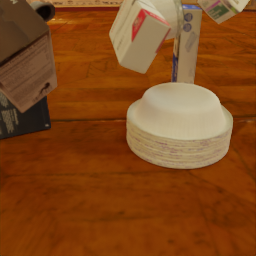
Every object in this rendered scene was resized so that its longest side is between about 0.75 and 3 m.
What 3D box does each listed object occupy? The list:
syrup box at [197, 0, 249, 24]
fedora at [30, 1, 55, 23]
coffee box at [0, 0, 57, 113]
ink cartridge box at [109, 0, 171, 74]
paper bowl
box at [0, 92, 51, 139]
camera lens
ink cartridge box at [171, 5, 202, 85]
[{"bbox_3d":[2.628,-3.560,6.598,2.039,0.830,0.803,-55,14,-10],"label":"syrup box"},{"bbox_3d":[-2.753,-3.618,8.658,0.900,0.796,0.406,-35,78,-22],"label":"fedora"},{"bbox_3d":[-2.004,-1.269,4.519,0.989,1.400,2.478,-42,1,-14],"label":"coffee box"},{"bbox_3d":[0.136,-1.546,4.478,0.475,0.828,1.140,15,35,-25],"label":"ink cartridge box"},{"bbox_3d":[1.245,-0.237,6.923,2.562,1.332,2.562,1,29,-1],"label":"paper bowl"},{"bbox_3d":[-2.966,-0.692,7.446,1.472,1.616,0.841,-12,30,-22],"label":"box"},{"bbox_3d":[0.527,-2.362,6.078,1.233,0.986,0.986,-16,30,-4],"label":"camera lens"},{"bbox_3d":[1.945,-2.617,9.662,0.636,2.878,1.353,1,28,1],"label":"ink cartridge box"}]
